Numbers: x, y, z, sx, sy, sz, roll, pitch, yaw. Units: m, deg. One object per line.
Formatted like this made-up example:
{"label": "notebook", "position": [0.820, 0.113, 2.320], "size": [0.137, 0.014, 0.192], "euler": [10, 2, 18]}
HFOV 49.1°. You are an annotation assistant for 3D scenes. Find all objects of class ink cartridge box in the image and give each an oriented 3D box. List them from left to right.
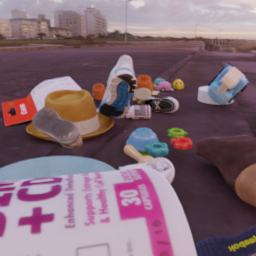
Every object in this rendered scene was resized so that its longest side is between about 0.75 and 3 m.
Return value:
{"label": "ink cartridge box", "position": [-2.969, -1.023, 9.608], "size": [2.594, 0.740, 2.108], "euler": [-12, 29, -22]}

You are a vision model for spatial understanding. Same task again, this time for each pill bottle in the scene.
{"label": "pill bottle", "position": [-1.035, 1.243, 2.217], "size": [2.849, 1.615, 1.615], "euler": [-4, 19, -11]}
{"label": "pill bottle", "position": [0.327, -0.514, 9.240], "size": [0.776, 0.450, 0.450], "euler": [-1, 19, -2]}

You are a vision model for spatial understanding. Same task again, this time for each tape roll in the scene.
{"label": "tape roll", "position": [3.647, -1.372, 11.690], "size": [1.425, 0.498, 1.425], "euler": [0, 18, 0]}

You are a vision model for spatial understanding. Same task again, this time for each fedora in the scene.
{"label": "fedora", "position": [-1.679, -0.492, 8.169], "size": [2.703, 1.102, 2.703], "euler": [0, 18, 0]}

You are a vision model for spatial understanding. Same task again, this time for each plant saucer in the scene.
{"label": "plant saucer", "position": [-1.241, 1.131, 4.357], "size": [2.425, 0.467, 2.425], "euler": [0, 19, 0]}

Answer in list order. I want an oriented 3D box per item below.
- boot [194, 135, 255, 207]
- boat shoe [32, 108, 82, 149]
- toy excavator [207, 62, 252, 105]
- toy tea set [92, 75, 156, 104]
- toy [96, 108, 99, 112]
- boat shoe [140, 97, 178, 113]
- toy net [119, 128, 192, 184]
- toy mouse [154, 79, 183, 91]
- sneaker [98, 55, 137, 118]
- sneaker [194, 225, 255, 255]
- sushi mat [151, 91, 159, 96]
{"label": "boot", "position": [3.023, 0.538, 5.156], "size": [2.921, 1.057, 2.430], "euler": [-8, 22, -13]}
{"label": "boat shoe", "position": [-1.517, 0.040, 5.957], "size": [0.574, 0.545, 1.517], "euler": [-46, 48, -14]}
{"label": "toy excavator", "position": [3.386, -1.433, 9.628], "size": [1.118, 2.177, 2.239], "euler": [43, 51, 8]}
{"label": "toy tea set", "position": [-0.153, -1.498, 11.936], "size": [2.721, 1.007, 1.618], "euler": [8, 50, 14]}
{"label": "toy", "position": [-0.617, -0.726, 9.851], "size": [0.744, 0.305, 1.293], "euler": [0, 39, 43]}
{"label": "boat shoe", "position": [1.085, -0.806, 10.058], "size": [0.491, 0.546, 1.543], "euler": [-17, 17, -41]}
{"label": "toy net", "position": [0.600, 0.659, 5.752], "size": [1.476, 0.543, 2.813], "euler": [4, 21, 4]}
{"label": "toy mouse", "position": [1.824, -2.234, 14.340], "size": [2.001, 0.436, 2.252], "euler": [4, 19, 11]}
{"label": "sneaker", "position": [-0.247, -1.105, 7.937], "size": [0.866, 2.311, 1.002], "euler": [12, 59, -13]}
{"label": "sneaker", "position": [1.282, 1.524, 3.407], "size": [1.051, 0.432, 0.388], "euler": [-16, 47, 5]}
{"label": "sushi mat", "position": [1.199, -1.647, 13.215], "size": [0.424, 0.054, 0.885], "euler": [4, 19, 14]}
